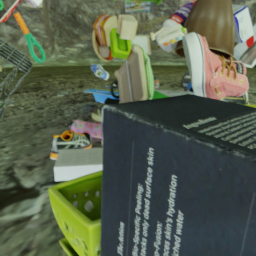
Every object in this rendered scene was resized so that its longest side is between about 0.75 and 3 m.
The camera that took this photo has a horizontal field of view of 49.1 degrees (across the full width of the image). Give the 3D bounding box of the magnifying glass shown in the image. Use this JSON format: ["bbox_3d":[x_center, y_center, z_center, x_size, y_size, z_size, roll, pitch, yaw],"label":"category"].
[{"bbox_3d":[-2.877,-2.611,8.218,0.167,1.489,0.593,-17,26,19],"label":"magnifying glass"}]

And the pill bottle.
[{"bbox_3d":[1.756,-3.337,9.217,1.750,0.975,0.975,-44,29,-9],"label":"pill bottle"}]

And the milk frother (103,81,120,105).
[{"bbox_3d":[-0.074,-1.100,11.710,1.565,1.664,1.502,6,13,18],"label":"milk frother"}]

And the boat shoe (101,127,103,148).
[{"bbox_3d":[0.311,0.283,8.533,2.306,0.739,0.850,3,16,9],"label":"boat shoe"}]

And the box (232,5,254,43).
[{"bbox_3d":[3.504,-3.458,9.273,0.564,0.989,1.075,-34,33,-1],"label":"box"}]

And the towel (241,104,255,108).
[{"bbox_3d":[5.059,-0.491,11.252,2.983,0.269,1.284,5,41,17],"label":"towel"}]

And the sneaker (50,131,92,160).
[{"bbox_3d":[-1.628,0.383,8.309,0.701,0.692,1.791,4,15,20],"label":"sneaker"}]

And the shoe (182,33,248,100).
[{"bbox_3d":[2.089,-1.388,6.575,1.289,1.013,2.834,-13,-21,14],"label":"shoe"}]

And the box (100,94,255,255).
[{"bbox_3d":[0.988,1.096,2.506,1.418,2.376,2.416,-15,26,-42],"label":"box"}]

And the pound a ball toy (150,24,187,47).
[{"bbox_3d":[0.963,-2.198,6.744,0.752,0.320,0.491,-14,-15,38],"label":"pound a ball toy"}]

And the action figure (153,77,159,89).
[{"bbox_3d":[0.855,-2.060,12.077,1.115,0.603,1.152,42,48,18],"label":"action figure"}]

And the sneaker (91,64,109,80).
[{"bbox_3d":[-1.274,-2.451,12.035,1.130,0.428,0.435,38,21,34],"label":"sneaker"}]

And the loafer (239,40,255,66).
[{"bbox_3d":[3.132,-1.883,6.762,0.369,0.421,1.172,32,-15,2],"label":"loafer"}]

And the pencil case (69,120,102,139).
[{"bbox_3d":[-1.334,0.047,9.691,1.331,0.582,0.582,7,18,20],"label":"pencil case"}]

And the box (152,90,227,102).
[{"bbox_3d":[2.280,-0.437,9.689,2.266,1.241,2.568,0,18,-20],"label":"box"}]

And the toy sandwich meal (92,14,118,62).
[{"bbox_3d":[-0.515,-2.524,7.899,0.460,1.344,1.344,9,19,32],"label":"toy sandwich meal"}]

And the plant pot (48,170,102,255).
[{"bbox_3d":[-0.319,1.390,4.034,1.241,1.127,1.235,-11,20,-36],"label":"plant pot"}]

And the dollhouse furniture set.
[{"bbox_3d":[0.386,-1.652,5.818,1.154,2.989,1.494,-4,-9,-18],"label":"dollhouse furniture set"}]

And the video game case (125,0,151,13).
[{"bbox_3d":[0.319,-4.148,9.066,0.842,0.105,1.177,-3,-12,0],"label":"video game case"}]

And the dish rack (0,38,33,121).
[{"bbox_3d":[-3.736,-1.471,7.509,0.648,1.821,2.374,-34,31,42],"label":"dish rack"}]

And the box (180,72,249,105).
[{"bbox_3d":[3.935,-1.506,12.646,2.716,0.667,2.189,10,-24,32],"label":"box"}]

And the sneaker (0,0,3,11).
[{"bbox_3d":[-3.039,-2.827,6.299,0.546,0.484,1.306,4,55,2],"label":"sneaker"}]

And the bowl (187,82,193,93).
[{"bbox_3d":[2.675,-1.532,10.046,1.116,0.219,1.116,-7,-11,-1],"label":"bowl"}]

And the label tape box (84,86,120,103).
[{"bbox_3d":[-0.559,-1.625,14.775,2.113,0.975,2.949,12,22,36],"label":"label tape box"}]

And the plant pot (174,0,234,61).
[{"bbox_3d":[2.376,-3.019,8.227,1.712,1.831,1.712,10,3,0],"label":"plant pot"}]

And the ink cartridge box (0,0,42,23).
[{"bbox_3d":[-1.766,-2.293,5.016,0.313,1.235,1.402,36,5,-28],"label":"ink cartridge box"}]

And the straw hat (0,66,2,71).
[{"bbox_3d":[-3.277,-1.672,6.116,1.111,0.470,1.111,24,21,-10],"label":"straw hat"}]

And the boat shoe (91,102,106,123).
[{"bbox_3d":[-0.224,-0.453,10.633,2.505,0.823,0.895,13,16,17],"label":"boat shoe"}]

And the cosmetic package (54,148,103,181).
[{"bbox_3d":[-1.004,0.882,7.077,1.561,0.403,1.177,-2,18,-6],"label":"cosmetic package"}]

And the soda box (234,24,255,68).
[{"bbox_3d":[4.892,-3.333,9.975,0.825,2.422,0.771,-2,52,-44],"label":"soda box"}]
